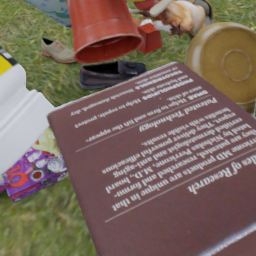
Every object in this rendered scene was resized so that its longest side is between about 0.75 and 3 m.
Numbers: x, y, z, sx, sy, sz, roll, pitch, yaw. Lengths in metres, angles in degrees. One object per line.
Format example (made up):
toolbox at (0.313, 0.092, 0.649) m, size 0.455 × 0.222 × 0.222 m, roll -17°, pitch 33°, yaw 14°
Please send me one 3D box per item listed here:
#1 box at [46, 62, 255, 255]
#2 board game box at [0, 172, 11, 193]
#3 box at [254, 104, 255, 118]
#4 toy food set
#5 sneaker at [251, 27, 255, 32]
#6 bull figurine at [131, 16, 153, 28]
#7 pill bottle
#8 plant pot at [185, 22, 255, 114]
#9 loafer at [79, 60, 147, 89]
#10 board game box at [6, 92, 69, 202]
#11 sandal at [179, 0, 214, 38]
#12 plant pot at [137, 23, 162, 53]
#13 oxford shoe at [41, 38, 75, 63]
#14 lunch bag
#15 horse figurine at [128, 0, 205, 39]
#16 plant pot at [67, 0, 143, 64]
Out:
box at (0.374, 0.646, 2.804) m, size 1.606 × 1.623 × 1.956 m, roll -23°, pitch 43°, yaw -13°
board game box at (-3.277, 0.891, 6.148) m, size 1.016 × 0.273 × 1.693 m, roll -40°, pitch 56°, yaw 3°
box at (2.821, 0.018, 5.066) m, size 1.423 × 0.354 × 1.122 m, roll 46°, pitch 48°, yaw -19°
toy food set at (0.224, -2.325, 4.347) m, size 1.057 × 0.587 × 1.797 m, roll -46°, pitch 70°, yaw 4°
sneaker at (2.879, -1.964, 6.760) m, size 1.232 × 0.521 × 0.459 m, roll -34°, pitch 46°, yaw 5°
bull figurine at (-0.047, -3.667, 10.052) m, size 1.833 × 0.597 × 1.113 m, roll 19°, pitch 52°, yaw 15°
pill bottle at (-2.464, -0.706, 3.754) m, size 2.819 × 1.611 × 1.611 m, roll 44°, pitch 50°, yaw -20°
plant pot at (2.138, -1.220, 5.654) m, size 2.021 × 0.278 × 2.021 m, roll 1°, pitch 84°, yaw -10°
loafer at (-0.415, -1.666, 8.294) m, size 2.076 × 0.654 × 0.746 m, roll -14°, pitch 51°, yaw -11°
board game box at (-2.410, 0.287, 6.824) m, size 1.639 × 0.441 × 2.730 m, roll -27°, pitch 55°, yaw -16°
sandal at (2.599, -4.354, 10.497) m, size 1.212 × 0.810 × 2.967 m, roll 1°, pitch 49°, yaw 1°
plant pot at (0.673, -3.117, 9.535) m, size 0.759 × 0.670 × 0.760 m, roll -28°, pitch 54°, yaw -22°
oxford shoe at (-2.258, -2.531, 9.111) m, size 1.453 × 0.543 × 0.512 m, roll 19°, pitch 52°, yaw 16°
lunch bag at (-1.082, -3.240, 5.838) m, size 2.284 × 1.942 × 1.456 m, roll 4°, pitch 86°, yaw 33°
horse figurine at (0.958, -2.457, 6.165) m, size 1.831 × 0.689 × 2.762 m, roll 26°, pitch 24°, yaw 25°
plant pot at (-0.511, -2.027, 5.126) m, size 1.319 × 1.319 × 1.283 m, roll -14°, pitch 89°, yaw -12°
